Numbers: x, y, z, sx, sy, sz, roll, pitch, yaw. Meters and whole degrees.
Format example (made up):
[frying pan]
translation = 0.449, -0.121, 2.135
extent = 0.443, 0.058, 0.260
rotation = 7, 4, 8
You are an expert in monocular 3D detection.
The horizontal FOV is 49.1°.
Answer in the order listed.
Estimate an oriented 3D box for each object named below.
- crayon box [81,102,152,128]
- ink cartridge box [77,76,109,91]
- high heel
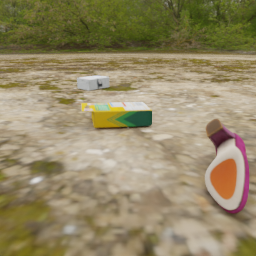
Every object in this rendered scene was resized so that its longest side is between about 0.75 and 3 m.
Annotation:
[crayon box]
translation = -0.348, -0.366, 7.437
extent = 1.752, 0.452, 1.102
rotation = -1, 16, -9
[ink cartridge box]
translation = -1.587, -2.061, 12.767
extent = 0.874, 0.505, 1.205
rotation = 15, 23, 40
[high heel]
translation = 1.687, 0.666, 4.339
extent = 0.656, 0.936, 1.947
rotation = -34, 23, 32
